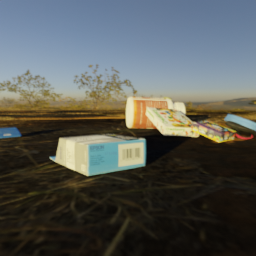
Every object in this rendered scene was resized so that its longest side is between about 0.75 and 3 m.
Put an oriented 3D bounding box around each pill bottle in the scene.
[{"bbox_3d":[1.430,-0.767,14.963,2.960,1.660,1.660,2,5,-7],"label":"pill bottle"}]

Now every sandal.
[{"bbox_3d":[4.651,0.207,11.322,2.380,0.536,0.894,14,15,-45],"label":"sandal"}]

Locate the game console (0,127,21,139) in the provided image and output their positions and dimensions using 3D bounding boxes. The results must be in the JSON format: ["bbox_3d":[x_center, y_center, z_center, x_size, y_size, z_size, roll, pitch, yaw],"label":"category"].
[{"bbox_3d":[-5.226,0.352,11.643,1.171,0.693,0.999,-6,39,-45],"label":"game console"}]

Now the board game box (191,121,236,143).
[{"bbox_3d":[3.322,0.111,10.945,1.090,0.374,1.318,-5,24,-42],"label":"board game box"}]

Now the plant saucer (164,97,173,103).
[{"bbox_3d":[2.125,-1.310,15.942,0.861,0.861,0.134,0,3,2],"label":"plant saucer"}]

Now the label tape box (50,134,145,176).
[{"bbox_3d":[-0.817,0.527,6.771,1.516,0.699,2.116,-4,8,-36],"label":"label tape box"}]

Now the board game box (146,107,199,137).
[{"bbox_3d":[1.918,-0.301,12.601,1.602,0.439,2.537,3,21,-16],"label":"board game box"}]

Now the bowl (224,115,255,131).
[{"bbox_3d":[5.180,-0.199,12.580,1.646,0.323,1.646,21,4,-2],"label":"bowl"}]
